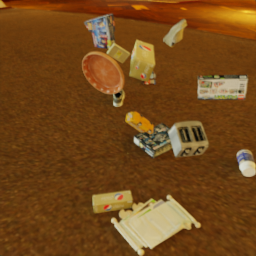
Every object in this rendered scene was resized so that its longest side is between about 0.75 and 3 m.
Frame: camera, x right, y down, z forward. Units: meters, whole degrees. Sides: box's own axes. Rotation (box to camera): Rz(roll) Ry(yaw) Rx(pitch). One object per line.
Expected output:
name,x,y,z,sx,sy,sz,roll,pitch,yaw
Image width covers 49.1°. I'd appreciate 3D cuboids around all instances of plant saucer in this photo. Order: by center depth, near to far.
plant saucer,-0.918,-2.064,10.530,1.785,1.785,0.288,18,51,24

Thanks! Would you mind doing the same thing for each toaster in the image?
toaster,2.034,0.349,9.562,1.072,0.704,1.186,-4,63,-17

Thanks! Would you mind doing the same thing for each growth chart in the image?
growth chart,0.830,2.962,8.932,2.402,0.213,1.738,-18,38,-23

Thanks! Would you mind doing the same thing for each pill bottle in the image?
pill bottle,4.600,1.377,10.878,0.584,0.584,1.009,5,35,7

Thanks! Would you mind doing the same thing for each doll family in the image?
doll family,1.148,-3.314,17.465,1.011,0.734,1.629,0,35,0

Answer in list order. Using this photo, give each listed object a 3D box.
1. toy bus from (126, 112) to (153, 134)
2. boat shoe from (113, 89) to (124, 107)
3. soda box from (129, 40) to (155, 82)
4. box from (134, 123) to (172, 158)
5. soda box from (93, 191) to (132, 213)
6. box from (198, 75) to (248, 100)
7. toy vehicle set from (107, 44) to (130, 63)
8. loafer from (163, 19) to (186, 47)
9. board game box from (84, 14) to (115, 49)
toy bus,0.355,-0.120,8.104,0.361,0.923,0.301,-16,55,35
boat shoe,-0.518,-1.853,15.523,0.622,0.560,1.759,-1,35,-1
soda box,0.528,-2.579,10.606,0.748,0.707,2.207,16,32,-7
box,1.326,0.514,12.269,1.728,0.397,1.373,-23,41,-29
soda box,-0.527,2.487,9.432,1.306,0.418,0.442,-5,36,-8
box,3.134,-1.344,9.405,1.537,0.846,0.267,2,42,15
toy vehicle set,-0.448,-3.411,12.856,0.926,0.575,0.123,24,35,-34
loafer,2.116,-4.061,12.116,0.652,1.722,0.588,-41,93,-16
board game box,-1.300,-4.504,12.975,1.486,1.487,0.459,19,42,32
